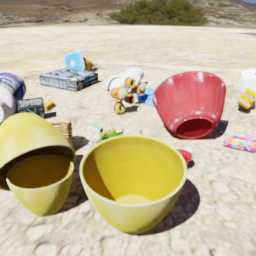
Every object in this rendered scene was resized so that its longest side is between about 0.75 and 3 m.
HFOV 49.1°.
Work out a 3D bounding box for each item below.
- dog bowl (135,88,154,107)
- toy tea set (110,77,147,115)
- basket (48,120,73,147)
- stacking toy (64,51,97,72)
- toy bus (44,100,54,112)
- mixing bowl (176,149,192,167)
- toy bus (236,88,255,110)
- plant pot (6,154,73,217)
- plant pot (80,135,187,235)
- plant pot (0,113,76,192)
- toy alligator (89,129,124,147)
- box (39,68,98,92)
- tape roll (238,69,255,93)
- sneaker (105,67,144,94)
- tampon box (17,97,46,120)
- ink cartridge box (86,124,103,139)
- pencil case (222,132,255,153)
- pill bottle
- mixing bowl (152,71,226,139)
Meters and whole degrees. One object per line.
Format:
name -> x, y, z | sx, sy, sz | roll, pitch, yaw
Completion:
dog bowl -> 1.070, -1.413, 13.120 | 1.022, 0.455, 1.834 | -19, 31, -35
toy tea set -> 0.118, -1.462, 11.810 | 0.761, 1.223, 2.056 | 12, 43, 41
basket -> -2.603, 0.137, 8.942 | 1.644, 1.225, 1.174 | -5, 26, -7
stacking toy -> -2.822, -4.131, 18.207 | 1.437, 1.359, 2.476 | -10, 5, 30
toy bus -> -3.555, -0.991, 12.430 | 0.329, 0.273, 0.839 | 7, 26, 14
mixing bowl -> 1.440, 0.971, 8.110 | 0.780, 0.422, 0.780 | 1, 25, 0
toy bus -> 5.205, -1.294, 12.260 | 0.547, 0.658, 1.681 | 40, 25, 10
plant pot -> -1.954, 1.407, 6.466 | 1.444, 1.025, 1.444 | -1, 24, 0
plant pot -> 0.109, 1.329, 5.871 | 2.075, 1.473, 2.075 | -1, 33, 0
plant pot -> -2.369, 0.436, 6.656 | 1.873, 1.873, 1.330 | -15, 61, -29
toy alligator -> -0.736, 0.425, 9.140 | 1.638, 0.394, 0.543 | -16, 59, -48
box -> -3.309, -2.754, 15.761 | 2.625, 0.604, 2.086 | 13, 28, 25
tape roll -> 7.105, -2.290, 14.439 | 2.607, 0.912, 2.607 | 0, 26, 0
sneaker -> 0.103, -2.321, 14.590 | 1.153, 1.094, 2.864 | 26, 41, 27
tampon box -> -3.842, -0.718, 11.178 | 0.972, 0.728, 0.613 | -10, 45, -20
ink cartridge box -> -1.255, 0.118, 9.939 | 0.764, 0.396, 0.226 | 14, 29, 26
pencil case -> 3.628, 0.474, 9.134 | 1.089, 0.481, 0.481 | 16, 29, 26
pill bottle -> -5.164, -1.187, 11.280 | 1.512, 1.512, 2.722 | -2, 29, -4
mixing bowl -> 2.137, -0.531, 9.512 | 2.579, 2.579, 1.397 | 0, 57, -1
